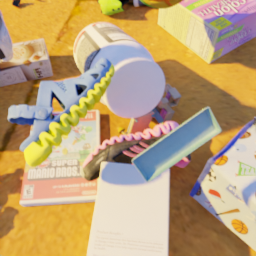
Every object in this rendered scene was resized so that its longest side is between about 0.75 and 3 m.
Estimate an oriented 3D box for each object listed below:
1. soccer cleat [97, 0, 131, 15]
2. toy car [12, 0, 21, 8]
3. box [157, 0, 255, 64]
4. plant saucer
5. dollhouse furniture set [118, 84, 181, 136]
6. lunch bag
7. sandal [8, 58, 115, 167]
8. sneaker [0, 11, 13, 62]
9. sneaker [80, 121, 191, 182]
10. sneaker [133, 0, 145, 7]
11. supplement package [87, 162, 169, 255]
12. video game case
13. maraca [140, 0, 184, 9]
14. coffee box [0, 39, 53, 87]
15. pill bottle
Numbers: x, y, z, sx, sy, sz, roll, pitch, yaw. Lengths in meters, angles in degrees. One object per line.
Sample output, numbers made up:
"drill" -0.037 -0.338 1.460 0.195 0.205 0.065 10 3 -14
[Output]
"soccer cleat" -0.222 -5.397 10.842 1.141 0.951 2.816 6 62 23
"toy car" -4.064 -4.962 11.082 1.023 0.502 0.340 -3 9 -22
"box" 2.798 -3.892 9.629 2.375 1.305 2.700 -31 61 -19
"plant saucer" 0.676 0.234 3.937 1.299 0.454 0.123 -35 22 -1
"dollhouse furniture set" 0.382 -0.493 7.281 1.411 1.332 0.921 -19 57 -26
"lunch bag" 3.158 1.057 6.066 2.737 1.695 2.327 -30 60 -34
"sandal" -1.133 -0.479 4.803 1.001 0.914 2.299 42 69 -1
"sneaker" -2.975 -1.997 5.036 1.306 2.295 0.866 -20 64 -15
"sneaker" 0.288 0.801 6.525 2.737 1.081 1.305 -18 66 -19
"sneaker" 0.933 -5.496 11.027 1.274 0.670 1.763 0 64 15
"supplement package" 0.032 2.053 5.482 1.392 1.397 2.381 5 56 3
"video game case" -1.636 0.661 7.160 1.851 0.226 2.589 -3 55 -2
"maraca" 1.071 -4.005 6.535 1.756 2.561 1.370 3 50 -22
"coffee box" -3.380 -2.021 8.698 1.812 0.722 1.036 -15 57 -10
"pill bottle" -0.328 -1.565 7.282 1.705 1.705 2.994 -17 37 -12
